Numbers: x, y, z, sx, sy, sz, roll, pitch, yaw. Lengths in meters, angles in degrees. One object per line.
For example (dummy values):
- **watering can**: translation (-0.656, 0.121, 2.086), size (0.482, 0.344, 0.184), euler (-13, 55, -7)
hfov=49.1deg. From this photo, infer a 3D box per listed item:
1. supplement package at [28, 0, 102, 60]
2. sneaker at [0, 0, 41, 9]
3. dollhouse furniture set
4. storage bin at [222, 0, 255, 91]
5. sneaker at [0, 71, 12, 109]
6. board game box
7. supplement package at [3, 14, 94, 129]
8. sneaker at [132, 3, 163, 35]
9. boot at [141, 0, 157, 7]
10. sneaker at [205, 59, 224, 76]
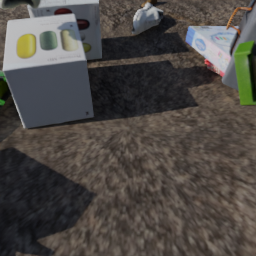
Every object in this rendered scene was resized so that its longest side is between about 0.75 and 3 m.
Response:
- **supplement package**: translation (-2.130, -3.588, 9.783), size (2.171, 2.076, 1.597), euler (-9, 47, -9)
- **sneaker**: translation (-3.089, -3.320, 6.412), size (2.312, 0.901, 1.149), euler (2, 70, -14)
- **dollhouse furniture set**: translation (3.299, -1.069, 4.666), size (2.787, 1.076, 1.393), euler (-4, 31, 33)
- **storage bin**: translation (2.868, -1.871, 6.065), size (1.630, 2.239, 1.504), euler (28, 56, 13)
- **sneaker**: translation (-4.211, -0.737, 7.572), size (1.228, 1.125, 2.883), euler (10, 46, 26)
- **board game box**: translation (3.893, -2.664, 9.440), size (2.885, 0.626, 2.871), euler (-6, 38, -17)
- **supplement package**: translation (-2.220, -1.695, 8.035), size (1.979, 1.965, 2.608), euler (-10, 47, -10)
- **sneaker**: translation (0.819, -4.503, 11.637), size (0.878, 0.814, 2.165), euler (24, 51, 10)
- **boot**: translation (0.994, -6.039, 13.346), size (0.373, 0.382, 1.013), euler (33, 56, 25)
- **sneaker**: translation (2.999, -2.035, 9.506), size (0.555, 0.472, 1.280), euler (-14, 40, 0)
